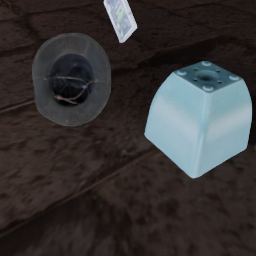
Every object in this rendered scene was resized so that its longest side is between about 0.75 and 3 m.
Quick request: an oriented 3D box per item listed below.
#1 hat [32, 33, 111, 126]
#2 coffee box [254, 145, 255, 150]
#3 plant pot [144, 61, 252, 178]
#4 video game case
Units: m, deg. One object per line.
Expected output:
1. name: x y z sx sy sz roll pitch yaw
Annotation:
1. hat: -1.405 -1.267 7.668 2.444 2.444 0.986 12 3 14
2. coffee box: 3.649 0.429 6.143 0.564 0.799 1.413 -28 46 -30
3. plant pot: 1.615 -0.391 6.325 1.812 1.851 1.817 -24 44 -25
4. video game case: -0.233 -2.980 7.310 0.157 1.220 1.342 -25 8 -13
